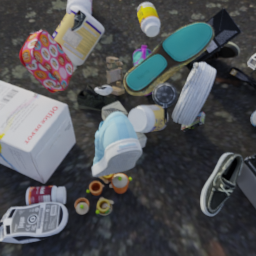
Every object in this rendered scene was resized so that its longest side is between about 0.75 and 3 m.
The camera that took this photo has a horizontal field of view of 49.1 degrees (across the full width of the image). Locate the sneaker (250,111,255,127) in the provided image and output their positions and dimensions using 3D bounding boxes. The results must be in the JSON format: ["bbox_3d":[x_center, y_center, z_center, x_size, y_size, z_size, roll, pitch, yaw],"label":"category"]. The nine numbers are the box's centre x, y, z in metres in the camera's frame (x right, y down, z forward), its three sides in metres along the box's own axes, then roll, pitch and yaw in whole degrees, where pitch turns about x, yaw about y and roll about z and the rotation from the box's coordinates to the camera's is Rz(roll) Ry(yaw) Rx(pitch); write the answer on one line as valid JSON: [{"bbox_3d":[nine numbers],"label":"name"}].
[{"bbox_3d":[4.479,-0.658,8.940,0.631,0.730,1.684,30,59,20],"label":"sneaker"}]

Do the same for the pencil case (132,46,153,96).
[{"bbox_3d":[0.620,-2.027,9.921,0.776,0.843,1.824,-4,52,-4],"label":"pencil case"}]

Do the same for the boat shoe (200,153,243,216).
[{"bbox_3d":[2.251,1.356,6.727,0.579,0.521,1.637,25,83,-8],"label":"boat shoe"}]

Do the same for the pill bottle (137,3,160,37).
[{"bbox_3d":[0.600,-3.100,8.072,0.548,0.548,1.004,-7,56,-6],"label":"pill bottle"}]

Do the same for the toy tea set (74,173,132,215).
[{"bbox_3d":[-0.664,1.633,7.229,0.952,0.592,1.600,28,57,20],"label":"toy tea set"}]

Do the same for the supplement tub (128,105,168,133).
[{"bbox_3d":[0.573,-0.261,7.963,0.767,0.767,1.054,42,29,27],"label":"supplement tub"}]

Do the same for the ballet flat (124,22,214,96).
[{"bbox_3d":[1.117,-1.907,8.019,2.910,1.029,1.029,-38,58,-1],"label":"ballet flat"}]

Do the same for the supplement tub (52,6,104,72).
[{"bbox_3d":[-1.820,-2.975,9.492,1.331,1.331,1.830,40,98,26],"label":"supplement tub"}]

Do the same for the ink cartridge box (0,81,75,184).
[{"bbox_3d":[-2.921,0.114,7.727,2.292,1.658,1.687,20,55,15],"label":"ink cartridge box"}]

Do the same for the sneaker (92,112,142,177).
[{"bbox_3d":[-0.330,0.412,6.322,0.947,2.562,1.050,-6,71,-21],"label":"sneaker"}]

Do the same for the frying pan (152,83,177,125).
[{"bbox_3d":[0.748,-0.568,6.194,0.545,0.147,0.901,20,90,7],"label":"frying pan"}]

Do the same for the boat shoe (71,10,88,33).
[{"bbox_3d":[-1.386,-2.881,7.598,0.341,0.321,0.950,-18,39,28],"label":"boat shoe"}]

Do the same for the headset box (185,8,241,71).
[{"bbox_3d":[2.531,-2.807,9.325,1.815,2.440,0.942,-36,94,18],"label":"headset box"}]

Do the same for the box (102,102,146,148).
[{"bbox_3d":[-0.148,-0.014,8.450,0.648,0.539,1.577,-28,63,-21],"label":"box"}]

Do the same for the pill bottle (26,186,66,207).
[{"bbox_3d":[-2.088,1.762,7.174,0.911,0.520,0.520,-3,52,-3],"label":"pill bottle"}]

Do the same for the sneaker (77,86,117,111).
[{"bbox_3d":[-1.025,-0.966,9.156,1.347,0.772,0.515,5,54,1],"label":"sneaker"}]

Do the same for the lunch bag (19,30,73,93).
[{"bbox_3d":[-1.967,-1.717,7.043,0.567,1.385,1.220,-10,51,26],"label":"lunch bag"}]

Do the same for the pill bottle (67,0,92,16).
[{"bbox_3d":[-2.136,-5.287,12.312,1.061,1.061,1.872,-3,52,-2],"label":"pill bottle"}]

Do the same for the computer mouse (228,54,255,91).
[{"bbox_3d":[5.011,-2.306,10.305,2.772,0.608,1.520,-39,52,-22],"label":"computer mouse"}]

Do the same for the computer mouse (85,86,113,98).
[{"bbox_3d":[-0.838,-1.066,8.336,0.873,0.479,0.192,-6,63,38],"label":"computer mouse"}]

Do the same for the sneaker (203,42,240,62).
[{"bbox_3d":[3.242,-2.734,10.488,0.897,0.632,1.689,-42,37,-20],"label":"sneaker"}]

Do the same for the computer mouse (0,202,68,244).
[{"bbox_3d":[-2.613,2.377,6.726,2.432,0.534,1.334,-5,46,2],"label":"computer mouse"}]

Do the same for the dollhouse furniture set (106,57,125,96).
[{"bbox_3d":[-0.348,-1.784,9.457,0.528,1.193,0.618,21,34,37],"label":"dollhouse furniture set"}]

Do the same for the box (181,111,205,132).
[{"bbox_3d":[1.977,-0.186,8.561,0.136,0.783,0.431,35,51,-23],"label":"box"}]

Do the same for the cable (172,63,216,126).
[{"bbox_3d":[1.811,-0.930,7.793,0.624,1.803,1.803,23,23,8],"label":"cable"}]

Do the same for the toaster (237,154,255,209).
[{"bbox_3d":[4.017,1.430,7.044,1.734,1.138,1.918,-20,55,-15],"label":"toaster"}]
